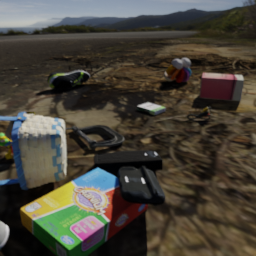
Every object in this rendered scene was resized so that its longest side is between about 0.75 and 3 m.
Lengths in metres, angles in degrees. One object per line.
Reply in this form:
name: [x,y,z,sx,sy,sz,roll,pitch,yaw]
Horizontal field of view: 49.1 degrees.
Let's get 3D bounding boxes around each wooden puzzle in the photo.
wooden puzzle: [-3.147,0.011,8.109,0.770,1.141,0.133,7,-19,-1]

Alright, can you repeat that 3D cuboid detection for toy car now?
toy car: [3.099,-3.285,16.739,1.666,1.458,1.249,-16,62,-35]

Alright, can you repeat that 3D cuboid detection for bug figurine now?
bug figurine: [-4.025,0.611,8.088,2.012,0.518,1.560,-14,26,-29]

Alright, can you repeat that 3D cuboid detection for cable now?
cable: [2.817,-0.472,10.982,0.981,0.476,0.247,-16,23,12]

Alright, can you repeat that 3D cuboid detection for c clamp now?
c clamp: [-1.227,0.283,9.283,1.815,0.288,2.125,-11,23,-36]

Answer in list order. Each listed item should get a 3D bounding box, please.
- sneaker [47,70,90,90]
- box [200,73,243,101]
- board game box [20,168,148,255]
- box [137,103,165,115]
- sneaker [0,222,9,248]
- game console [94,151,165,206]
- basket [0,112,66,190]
sneaker: [-3.196,-2.487,15.513,2.556,0.916,1.058,-14,55,-33]
box: [4.552,-2.029,13.737,1.921,1.047,1.228,6,23,15]
board game box: [-0.839,1.648,5.712,1.588,0.419,2.076,18,29,37]
box: [0.982,-0.822,11.992,0.735,0.185,1.018,-20,29,-40]
sneaker: [-3.062,1.905,4.521,2.083,0.854,0.778,-11,25,-24]
game console: [0.047,1.072,6.593,1.737,0.355,2.945,-3,11,-6]
basket: [-2.503,0.569,6.586,2.047,1.805,1.424,-2,27,-13]
